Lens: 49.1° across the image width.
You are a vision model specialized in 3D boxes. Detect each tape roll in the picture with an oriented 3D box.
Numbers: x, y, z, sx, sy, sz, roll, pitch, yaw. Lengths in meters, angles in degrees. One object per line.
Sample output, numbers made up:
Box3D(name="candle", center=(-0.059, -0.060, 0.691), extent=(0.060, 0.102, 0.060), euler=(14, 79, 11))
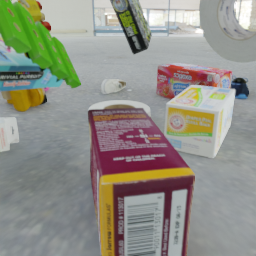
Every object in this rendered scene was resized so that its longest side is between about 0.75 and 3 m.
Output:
Box3D(name="tape roll", center=(-0.251, -0.405, 7.985), extent=(1.778, 0.325, 1.778), euler=(0, 22, 0))
Box3D(name="tape roll", center=(2.570, -2.512, 5.980), extent=(0.698, 2.113, 2.113), euler=(-29, 33, -29))

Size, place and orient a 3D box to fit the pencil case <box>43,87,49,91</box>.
Box3D(name="pencil case", center=(-4.092, -1.892, 10.971), extent=(1.927, 0.903, 0.875), euler=(2, 41, 6))

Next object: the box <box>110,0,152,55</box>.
Box3D(name="box", center=(0.047, -3.466, 8.281), extent=(0.475, 2.144, 1.717), euler=(-17, 29, 19))

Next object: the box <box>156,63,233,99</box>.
Box3D(name="box", center=(2.245, -1.563, 9.813), extent=(1.182, 1.132, 2.371), euler=(-18, 28, -39))

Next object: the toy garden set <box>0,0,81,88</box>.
Box3D(name="toy garden set", center=(-1.425, -1.393, 3.848), extent=(0.367, 1.534, 1.840), euler=(-27, -12, 7))

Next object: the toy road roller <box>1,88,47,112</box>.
Box3D(name="toy road roller", center=(-3.516, -1.134, 9.000), extent=(1.641, 1.009, 1.198), euler=(5, 34, 11))

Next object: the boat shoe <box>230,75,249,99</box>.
Box3D(name="boat shoe", center=(4.294, -1.624, 10.660), extent=(0.775, 0.632, 1.841), euler=(1, 22, 3))

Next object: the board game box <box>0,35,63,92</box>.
Box3D(name="board game box", center=(-2.526, -1.475, 5.073), extent=(1.885, 0.586, 2.497), euler=(41, 24, 11))

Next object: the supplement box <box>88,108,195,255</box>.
Box3D(name="supplement box", center=(-0.001, 0.653, 3.986), extent=(0.993, 1.280, 2.320), euler=(-3, 22, -10))

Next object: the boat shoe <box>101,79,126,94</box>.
Box3D(name="boat shoe", center=(-0.522, -1.632, 10.900), extent=(0.524, 0.532, 1.501), euler=(6, 16, 23))

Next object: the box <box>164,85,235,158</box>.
Box3D(name="box", center=(1.730, -0.260, 6.624), extent=(1.161, 1.046, 2.064), euler=(10, 24, 25))

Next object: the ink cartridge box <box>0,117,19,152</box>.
Box3D(name="ink cartridge box", center=(-2.978, 0.177, 6.051), extent=(1.144, 0.666, 0.386), euler=(-10, 24, -24))
